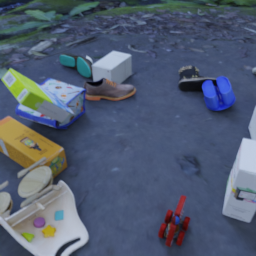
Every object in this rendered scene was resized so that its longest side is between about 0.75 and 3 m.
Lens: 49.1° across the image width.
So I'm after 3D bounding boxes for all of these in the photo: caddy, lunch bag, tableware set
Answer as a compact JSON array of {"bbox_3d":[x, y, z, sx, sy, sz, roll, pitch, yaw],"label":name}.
[{"bbox_3d":[4.011,-1.466,12.443,1.253,0.931,1.773,-15,36,17],"label":"caddy"},{"bbox_3d":[-3.057,-0.841,11.271,1.918,1.397,2.256,16,34,16],"label":"lunch bag"},{"bbox_3d":[-3.039,1.937,7.740,2.330,0.467,1.540,-33,34,-5],"label":"tableware set"}]

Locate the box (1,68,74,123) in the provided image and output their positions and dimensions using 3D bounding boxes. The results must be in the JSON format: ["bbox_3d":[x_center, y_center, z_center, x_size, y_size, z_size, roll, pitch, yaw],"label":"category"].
[{"bbox_3d":[-2.950,-0.990,9.415,0.544,2.282,1.391,-48,61,5],"label":"box"}]

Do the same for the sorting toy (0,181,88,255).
[{"bbox_3d":[-2.004,2.638,7.262,1.747,1.036,1.940,38,39,21],"label":"sorting toy"}]

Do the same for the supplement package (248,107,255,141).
[{"bbox_3d":[6.071,-0.002,9.856,2.908,1.763,1.742,7,39,8],"label":"supplement package"}]

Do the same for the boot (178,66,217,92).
[{"bbox_3d":[3.475,-2.438,13.820,2.080,0.761,1.566,-3,39,6],"label":"boot"}]

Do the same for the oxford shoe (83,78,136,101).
[{"bbox_3d":[-0.839,-1.820,12.888,2.417,0.881,0.862,-6,39,-7],"label":"oxford shoe"}]

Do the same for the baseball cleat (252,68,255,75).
[{"bbox_3d":[6.769,-2.804,14.561,0.730,0.478,1.371,19,32,31],"label":"baseball cleat"}]

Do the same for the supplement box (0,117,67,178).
[{"bbox_3d":[-3.505,0.685,9.644,2.980,1.025,0.991,24,45,29],"label":"supplement box"}]

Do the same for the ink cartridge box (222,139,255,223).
[{"bbox_3d":[3.335,1.465,7.884,0.800,1.906,1.380,15,40,16],"label":"ink cartridge box"}]

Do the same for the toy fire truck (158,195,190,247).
[{"bbox_3d":[1.245,2.463,7.376,0.649,0.972,1.158,17,41,20],"label":"toy fire truck"}]

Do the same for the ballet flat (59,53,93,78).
[{"bbox_3d":[-2.527,-3.494,15.005,0.977,0.971,2.856,-25,44,-39],"label":"ballet flat"}]

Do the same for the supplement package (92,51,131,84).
[{"bbox_3d":[-0.777,-2.902,14.061,1.139,1.135,1.942,19,42,23],"label":"supplement package"}]
